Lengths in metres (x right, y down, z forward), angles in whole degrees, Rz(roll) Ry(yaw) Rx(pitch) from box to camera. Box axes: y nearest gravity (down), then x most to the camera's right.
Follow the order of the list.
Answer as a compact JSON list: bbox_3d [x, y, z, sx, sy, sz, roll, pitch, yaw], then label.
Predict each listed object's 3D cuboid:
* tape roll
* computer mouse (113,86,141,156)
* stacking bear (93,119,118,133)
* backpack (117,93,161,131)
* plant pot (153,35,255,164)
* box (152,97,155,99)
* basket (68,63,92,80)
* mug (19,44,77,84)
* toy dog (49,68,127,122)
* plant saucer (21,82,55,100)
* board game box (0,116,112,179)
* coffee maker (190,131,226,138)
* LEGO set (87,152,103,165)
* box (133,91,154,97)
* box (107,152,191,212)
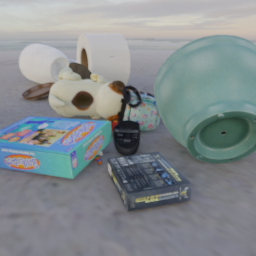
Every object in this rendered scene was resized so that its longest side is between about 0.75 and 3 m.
[{"bbox_3d":[-1.287,-3.208,13.818,1.910,2.782,2.782,-8,20,-23],"label":"tape roll"},{"bbox_3d":[0.010,-0.220,7.365,0.683,0.396,2.329,4,51,2],"label":"computer mouse"},{"bbox_3d":[-0.596,-0.031,8.016,0.798,0.454,0.485,-3,15,3],"label":"stacking bear"},{"bbox_3d":[0.425,-0.438,8.349,1.221,1.084,0.919,6,18,-25],"label":"backpack"},{"bbox_3d":[2.028,-0.386,6.375,2.776,2.776,1.860,0,46,0],"label":"plant pot"},{"bbox_3d":[1.371,-0.839,10.355,2.271,0.410,1.623,-2,18,-23],"label":"box"},{"bbox_3d":[-2.061,-1.609,11.031,0.960,1.412,1.273,3,-26,26],"label":"basket"},{"bbox_3d":[-4.165,-3.510,15.708,2.544,2.142,2.901,22,29,40],"label":"mug"},{"bbox_3d":[-1.153,-1.046,9.094,2.405,1.678,2.332,9,6,7],"label":"toy dog"},{"bbox_3d":[-3.968,-1.628,12.589,1.592,0.255,1.592,-13,27,7],"label":"plant saucer"},{"bbox_3d":[-1.900,0.331,6.564,2.514,0.566,1.912,4,23,22],"label":"board game box"},{"bbox_3d":[1.892,0.176,6.739,0.908,0.612,0.873,12,14,4],"label":"coffee maker"},{"bbox_3d":[-1.041,0.731,6.453,1.028,0.252,0.768,-2,25,12],"label":"LEGO set"},{"bbox_3d":[0.656,-1.365,12.160,0.932,0.233,0.939,10,20,1],"label":"box"},{"bbox_3d":[0.331,0.943,5.318,1.176,0.380,1.491,-7,20,-16],"label":"box"}]
